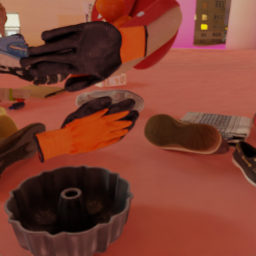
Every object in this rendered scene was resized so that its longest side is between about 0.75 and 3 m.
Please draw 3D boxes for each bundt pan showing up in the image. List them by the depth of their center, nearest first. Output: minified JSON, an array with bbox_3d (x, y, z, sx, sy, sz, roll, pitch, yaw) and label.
[{"bbox_3d":[-0.809,1.229,4.086,1.783,0.669,1.783,0,20,0],"label":"bundt pan"}]

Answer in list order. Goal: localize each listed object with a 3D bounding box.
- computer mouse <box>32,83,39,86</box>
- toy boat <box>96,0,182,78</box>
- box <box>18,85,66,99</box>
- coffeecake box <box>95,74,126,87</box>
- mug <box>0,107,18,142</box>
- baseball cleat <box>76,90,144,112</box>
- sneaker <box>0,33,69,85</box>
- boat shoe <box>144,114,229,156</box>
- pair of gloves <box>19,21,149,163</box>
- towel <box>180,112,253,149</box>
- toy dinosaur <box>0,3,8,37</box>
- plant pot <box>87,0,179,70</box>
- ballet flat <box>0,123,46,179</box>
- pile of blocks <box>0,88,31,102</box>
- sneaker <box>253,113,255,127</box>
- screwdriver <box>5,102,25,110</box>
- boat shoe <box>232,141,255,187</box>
[{"bbox_3d":[-5.067,-2.441,15.295,0.232,0.135,0.793,-14,23,-32],"label":"computer mouse"},{"bbox_3d":[-0.127,-2.111,5.873,2.323,1.518,1.516,-36,4,1],"label":"toy boat"},{"bbox_3d":[-4.227,-1.677,12.985,2.109,0.224,1.724,8,21,19],"label":"box"},{"bbox_3d":[-1.058,-2.626,15.165,1.542,0.563,1.184,-13,23,-32],"label":"coffeecake box"},{"bbox_3d":[-3.132,0.241,6.403,1.023,0.998,1.246,-17,27,6],"label":"mug"},{"bbox_3d":[-0.568,-1.068,10.240,2.612,0.911,1.390,7,21,16],"label":"baseball cleat"},{"bbox_3d":[-2.207,-1.577,5.929,2.115,0.951,0.829,12,-17,-19],"label":"sneaker"},{"bbox_3d":[1.379,0.227,6.986,0.871,0.873,2.420,24,-9,-38],"label":"boat shoe"},{"bbox_3d":[-0.419,-0.376,3.250,1.481,1.663,0.206,-18,41,-28],"label":"pair of gloves"},{"bbox_3d":[2.443,-0.074,8.204,2.150,0.386,2.233,10,23,26],"label":"towel"},{"bbox_3d":[-4.269,-3.664,8.268,2.477,1.063,1.679,40,11,-6],"label":"toy dinosaur"},{"bbox_3d":[0.047,-3.309,8.762,2.161,2.373,2.373,21,4,-36],"label":"plant pot"},{"bbox_3d":[-2.575,0.498,6.016,0.582,0.845,2.509,13,28,11],"label":"ballet flat"},{"bbox_3d":[-5.116,-1.279,11.322,2.240,0.696,0.920,3,6,-16],"label":"pile of blocks"},{"bbox_3d":[4.653,-0.133,7.903,2.030,0.718,0.992,-1,25,-11],"label":"sneaker"},{"bbox_3d":[-4.410,-0.647,10.056,0.273,0.262,1.880,-25,7,30],"label":"screwdriver"},{"bbox_3d":[2.616,0.751,5.714,0.566,0.478,1.587,-3,20,-8],"label":"boat shoe"}]
